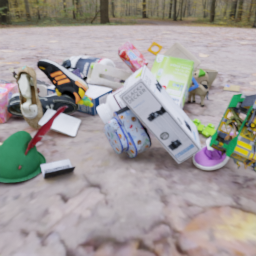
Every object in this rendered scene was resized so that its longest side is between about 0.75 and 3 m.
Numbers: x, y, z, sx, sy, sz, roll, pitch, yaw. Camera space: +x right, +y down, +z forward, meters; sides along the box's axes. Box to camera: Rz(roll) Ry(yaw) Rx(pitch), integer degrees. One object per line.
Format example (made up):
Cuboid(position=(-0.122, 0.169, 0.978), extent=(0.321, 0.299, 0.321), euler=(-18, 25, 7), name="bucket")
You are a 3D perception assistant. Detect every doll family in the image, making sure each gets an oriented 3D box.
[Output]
Cuboid(position=(-4.026, -1.811, 11.007), extent=(0.594, 0.875, 1.513), euler=(-33, 54, -20), name="doll family")

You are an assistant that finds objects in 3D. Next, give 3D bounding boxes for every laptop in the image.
Cuboid(position=(-1.952, 1.055, 7.737), extent=(0.834, 0.517, 0.891), euler=(-10, 37, -21), name="laptop")

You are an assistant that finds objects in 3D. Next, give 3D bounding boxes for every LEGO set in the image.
Cuboid(position=(3.242, 0.156, 6.922), extent=(1.529, 2.029, 2.639), euler=(24, -3, 2), name="LEGO set")

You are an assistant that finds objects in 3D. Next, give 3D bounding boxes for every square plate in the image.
Cuboid(position=(-2.482, -0.160, 10.274), extent=(1.308, 0.188, 1.320), euler=(20, 26, -9), name="square plate")

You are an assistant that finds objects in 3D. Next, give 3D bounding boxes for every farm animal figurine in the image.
Cuboid(position=(2.642, -2.082, 13.218), extent=(2.407, 1.499, 2.981), euler=(8, 26, 15), name="farm animal figurine")

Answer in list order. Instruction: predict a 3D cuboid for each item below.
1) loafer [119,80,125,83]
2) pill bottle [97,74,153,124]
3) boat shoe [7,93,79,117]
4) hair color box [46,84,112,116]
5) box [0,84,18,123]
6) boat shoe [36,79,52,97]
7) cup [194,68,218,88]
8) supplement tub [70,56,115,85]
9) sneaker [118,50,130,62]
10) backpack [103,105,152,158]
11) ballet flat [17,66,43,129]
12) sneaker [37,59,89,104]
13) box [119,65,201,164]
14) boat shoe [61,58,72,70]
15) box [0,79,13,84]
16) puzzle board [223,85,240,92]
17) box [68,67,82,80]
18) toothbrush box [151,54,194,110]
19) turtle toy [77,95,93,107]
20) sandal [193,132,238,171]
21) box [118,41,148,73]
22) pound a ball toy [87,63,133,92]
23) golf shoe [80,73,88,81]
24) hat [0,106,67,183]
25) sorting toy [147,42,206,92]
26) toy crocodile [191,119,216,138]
Cuboid(position=(-0.145, -2.846, 16.242), extent=(0.345, 0.302, 0.960), euler=(22, 33, 39), name="loafer")
Cuboid(position=(0.093, -0.925, 10.031), extent=(2.301, 1.300, 1.300), euler=(-32, 26, 6), name="pill bottle")
Cuboid(position=(-3.369, -0.786, 11.191), extent=(2.755, 1.042, 0.831), euler=(-1, 36, -1), name="boat shoe")
Cuboid(position=(-2.166, -1.401, 12.541), extent=(2.716, 0.822, 1.358), euler=(16, 31, 28), name="hair color box")
Cuboid(position=(-5.365, -1.051, 11.622), extent=(1.095, 1.010, 2.135), euler=(-1, 25, -2), name="box")
Cuboid(position=(-4.532, -2.046, 14.132), extent=(2.380, 0.796, 0.678), euler=(25, 22, 33), name="boat shoe")
Cuboid(position=(4.038, -2.632, 14.935), extent=(1.344, 0.961, 1.344), euler=(4, 20, -1), name="cup")
Cuboid(position=(-1.981, -2.929, 14.839), extent=(2.338, 1.641, 1.641), euler=(14, 29, 27), name="supplement tub")
Cuboid(position=(-0.111, -2.817, 11.022), extent=(0.354, 0.321, 0.835), euler=(41, 13, 13), name="sneaker")
Cuboid(position=(-0.010, 0.187, 8.381), extent=(1.159, 1.434, 1.505), euler=(-36, -5, -14), name="backpack")
Cuboid(position=(-3.552, -1.023, 9.881), extent=(0.804, 2.281, 0.745), euler=(-5, 13, 4), name="ballet flat")
Cuboid(position=(-2.520, -1.674, 10.210), extent=(2.091, 0.731, 0.941), euler=(30, 70, -6), name="sneaker")
Cuboid(position=(0.948, -0.413, 7.977), extent=(0.778, 2.589, 1.510), euler=(-37, 15, 22), name="box")
Cuboid(position=(-2.588, -2.624, 11.897), extent=(0.451, 0.373, 1.206), euler=(-27, 3, -21), name="boat shoe")
Cuboid(position=(-6.841, -1.845, 13.896), extent=(1.622, 0.495, 2.048), euler=(20, 32, 36), name="box")
Cuboid(position=(5.533, -2.104, 14.940), extent=(0.773, 0.089, 1.026), euler=(9, 26, 21), name="puzzle board")
Cuboid(position=(-2.241, -1.873, 11.346), extent=(0.490, 0.939, 0.694), euler=(15, 46, 41), name="box")
Cuboid(position=(1.632, -1.738, 11.403), extent=(1.577, 0.932, 2.166), euler=(16, 74, 18), name="toothbrush box")
Cuboid(position=(-1.767, -1.106, 11.011), extent=(0.623, 0.432, 0.855), euler=(12, 2, -42), name="turtle toy")
Cuboid(position=(2.790, 0.545, 8.667), extent=(0.979, 0.591, 2.405), euler=(16, 32, 41), name="sandal")
Cuboid(position=(0.202, -3.037, 12.293), extent=(0.639, 0.667, 1.339), euler=(-39, 81, -12), name="box")
Cuboid(position=(-0.579, -2.251, 13.763), extent=(2.827, 1.201, 1.844), euler=(14, 9, -20), name="pound a ball toy")
Cuboid(position=(-2.242, -2.220, 11.991), extent=(0.592, 0.467, 1.286), euler=(-15, -7, 22), name="golf shoe")
Cuboid(position=(-3.004, 0.245, 7.734), extent=(1.656, 1.760, 1.999), euler=(20, 27, 12), name="hat")
Cuboid(position=(2.172, -2.874, 12.686), extent=(1.687, 0.408, 2.996), euler=(-41, 74, -6), name="sorting toy")
Cuboid(position=(2.659, 0.053, 10.045), extent=(1.397, 0.431, 0.472), euler=(23, 74, 38), name="toy crocodile")
